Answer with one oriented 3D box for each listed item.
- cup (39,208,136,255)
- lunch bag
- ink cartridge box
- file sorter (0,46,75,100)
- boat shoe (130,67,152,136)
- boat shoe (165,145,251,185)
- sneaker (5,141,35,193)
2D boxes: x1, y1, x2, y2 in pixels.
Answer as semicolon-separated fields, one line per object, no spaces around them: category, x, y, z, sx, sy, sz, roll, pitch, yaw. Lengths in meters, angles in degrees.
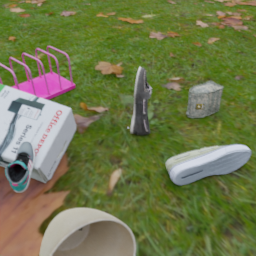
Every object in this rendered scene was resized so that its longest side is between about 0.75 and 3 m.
cup;-0.833;2.036;4.822;1.599;1.599;1.143;-21;23;-26
lunch bag;2.795;-1.017;10.497;1.348;1.106;0.793;-21;40;-25
ink cartridge box;-3.232;0.071;8.133;2.832;1.176;2.076;18;62;6
file sorter;-3.850;-2.219;11.668;1.788;1.614;2.573;30;46;34
boat shoe;0.520;-0.820;9.202;0.682;2.394;0.800;8;32;5
boat shoe;2.324;0.899;8.172;2.547;0.917;0.790;-13;38;-12
sneaker;-2.549;0.837;6.635;0.534;0.771;1.277;5;68;-9
